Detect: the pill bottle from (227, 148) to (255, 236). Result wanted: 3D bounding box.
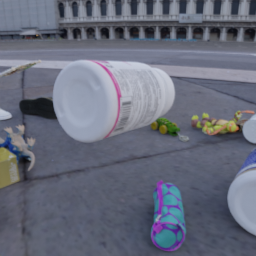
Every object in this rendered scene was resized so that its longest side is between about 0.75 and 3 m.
[{"bbox_3d":[3.538,1.260,6.774,1.589,1.589,2.746,13,24,30],"label":"pill bottle"}]

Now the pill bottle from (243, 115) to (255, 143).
[{"bbox_3d":[5.440,-0.105,10.955,2.044,1.120,1.120,-16,26,-37],"label":"pill bottle"}]

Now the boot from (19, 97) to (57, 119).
[{"bbox_3d":[-3.903,-1.209,14.176,2.626,1.017,1.816,12,19,26],"label":"boot"}]

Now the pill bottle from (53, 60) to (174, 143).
[{"bbox_3d":[-0.143,-0.713,6.513,1.618,1.618,2.855,14,17,32],"label":"pill bottle"}]

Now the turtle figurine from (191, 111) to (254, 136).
[{"bbox_3d":[3.763,-0.165,11.529,2.529,0.814,2.039,-25,21,-24],"label":"turtle figurine"}]

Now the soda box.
[{"bbox_3d":[-4.354,1.395,7.451,0.888,0.839,2.623,20,28,40],"label":"soda box"}]

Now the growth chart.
[{"bbox_3d":[-3.828,-1.914,9.390,1.211,0.148,1.674,-18,15,22],"label":"growth chart"}]

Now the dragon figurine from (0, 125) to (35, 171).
[{"bbox_3d":[-3.549,0.792,9.135,0.753,1.273,2.560,-18,46,-42],"label":"dragon figurine"}]

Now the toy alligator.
[{"bbox_3d":[1.714,-0.040,11.631,0.723,0.524,2.182,-15,25,-33],"label":"toy alligator"}]

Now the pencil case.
[{"bbox_3d":[0.879,1.902,6.275,0.692,0.752,1.627,-35,12,16],"label":"pencil case"}]

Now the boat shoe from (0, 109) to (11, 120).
[{"bbox_3d":[-6.453,-0.767,13.422,1.827,0.597,0.672,5,22,14],"label":"boat shoe"}]

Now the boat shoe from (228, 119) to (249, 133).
[{"bbox_3d":[4.676,-0.029,11.745,1.331,0.504,0.478,-14,27,-9],"label":"boat shoe"}]
